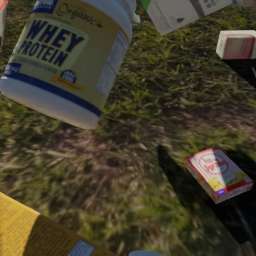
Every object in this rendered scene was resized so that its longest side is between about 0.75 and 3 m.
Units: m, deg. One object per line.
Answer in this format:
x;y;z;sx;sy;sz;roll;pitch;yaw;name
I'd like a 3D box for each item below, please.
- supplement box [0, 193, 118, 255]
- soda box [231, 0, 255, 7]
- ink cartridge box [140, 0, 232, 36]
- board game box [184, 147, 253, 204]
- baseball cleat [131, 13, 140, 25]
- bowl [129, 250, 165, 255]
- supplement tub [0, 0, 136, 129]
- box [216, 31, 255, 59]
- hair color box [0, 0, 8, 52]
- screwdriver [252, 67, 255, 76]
-1.299;2.059;4.337;2.944;0.979;1.013;18;42;20;supplement box
2.587;-3.166;5.412;0.549;0.510;1.604;27;82;37;soda box
1.762;-4.332;8.299;2.809;2.050;1.181;-10;36;47;ink cartridge box
1.972;1.004;6.221;0.918;0.281;1.211;-16;41;-19;board game box
-0.090;-3.778;9.677;0.439;0.671;1.260;-20;58;-41;baseball cleat
0.393;1.699;2.973;0.927;0.927;0.417;15;81;18;bowl
-1.008;-1.430;5.163;1.822;1.822;2.524;19;84;22;supplement tub
4.387;-3.307;11.161;1.419;0.907;0.773;-2;38;-3;box
-3.331;-2.239;6.478;0.775;1.344;2.423;10;27;-22;hair color box
4.422;-1.647;9.622;0.265;0.254;1.822;-24;31;21;screwdriver
